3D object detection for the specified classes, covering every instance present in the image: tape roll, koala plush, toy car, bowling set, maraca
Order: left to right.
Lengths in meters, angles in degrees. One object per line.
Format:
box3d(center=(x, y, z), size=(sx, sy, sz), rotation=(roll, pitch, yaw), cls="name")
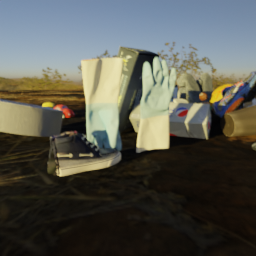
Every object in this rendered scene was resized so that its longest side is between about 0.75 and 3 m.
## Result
box3d(center=(-3.414, -0.355, 8.898), size=(2.578, 0.852, 2.578), rotation=(10, 3, -1), cls="tape roll")
box3d(center=(-4.339, -0.835, 13.718), size=(2.655, 0.629, 2.821), rotation=(-7, 12, -36), cls="toy car")
box3d(center=(3.515, -1.770, 16.466), size=(2.178, 2.257, 2.456), rotation=(-6, -10, -30), cls="koala plush")
box3d(center=(3.000, -0.841, 12.096), size=(0.954, 1.236, 1.777), rotation=(-8, 3, 21), cls="bowling set")
box3d(center=(4.429, -1.287, 12.514), size=(1.664, 1.299, 2.428), rotation=(-23, 5, 25), cls="maraca")

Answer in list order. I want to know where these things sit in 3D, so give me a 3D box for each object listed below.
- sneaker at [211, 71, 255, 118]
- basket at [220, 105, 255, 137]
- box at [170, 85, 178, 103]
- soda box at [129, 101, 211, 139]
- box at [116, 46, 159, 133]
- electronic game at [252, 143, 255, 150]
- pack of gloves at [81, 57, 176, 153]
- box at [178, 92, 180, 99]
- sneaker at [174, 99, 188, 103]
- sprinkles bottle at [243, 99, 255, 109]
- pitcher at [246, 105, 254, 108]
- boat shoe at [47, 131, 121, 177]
box3d(center=(4.051, -1.317, 10.432), size=(1.027, 0.986, 2.618), rotation=(30, 61, 34), cls="sneaker")
box3d(center=(3.878, -0.192, 9.344), size=(1.360, 0.925, 1.226), rotation=(-8, 39, -16), cls="basket")
box3d(center=(1.459, -0.955, 11.563), size=(1.171, 0.699, 2.845), rotation=(0, 29, 10), cls="box")
box3d(center=(1.373, -0.280, 9.129), size=(2.489, 0.789, 0.850), rotation=(5, -33, 22), cls="soda box")
box3d(center=(0.033, -1.287, 9.677), size=(0.725, 2.841, 2.241), rotation=(24, 19, 17), cls="box")
box3d(center=(3.802, 0.517, 7.220), size=(1.127, 0.234, 1.127), rotation=(-1, 6, 0), cls="electronic game")
box3d(center=(0.093, -0.319, 6.249), size=(2.055, 2.447, 0.483), rotation=(-6, 31, -11), cls="pack of gloves")
box3d(center=(1.764, -1.589, 16.316), size=(1.414, 1.158, 2.979), rotation=(0, 10, -14), cls="box")
box3d(center=(2.016, -0.534, 10.205), size=(0.478, 0.766, 1.299), rotation=(-10, 34, -21), cls="sneaker")
box3d(center=(5.882, -1.271, 15.520), size=(2.526, 0.862, 0.862), rotation=(-4, 11, -21), cls="sprinkles bottle")
box3d(center=(4.893, -0.336, 10.703), size=(1.195, 0.845, 1.393), rotation=(-13, 24, -13), cls="pitcher")
box3d(center=(-0.871, 0.449, 5.974), size=(1.736, 0.805, 0.648), rotation=(-10, 14, -41), cls="boat shoe")
